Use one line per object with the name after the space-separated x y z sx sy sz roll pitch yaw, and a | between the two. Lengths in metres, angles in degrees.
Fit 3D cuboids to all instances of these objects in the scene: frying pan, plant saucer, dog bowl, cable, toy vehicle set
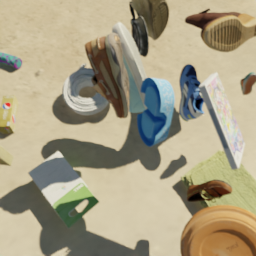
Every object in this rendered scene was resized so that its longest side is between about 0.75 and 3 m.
0.294 -3.521 9.584 0.367 1.363 2.253 -14 86 -11 | frying pan
2.184 2.754 6.191 2.056 0.332 2.056 1 96 13 | plant saucer
0.630 -0.361 6.443 0.418 1.685 0.939 -11 38 -22 | dog bowl
-1.568 -1.376 10.632 1.839 0.637 1.838 -39 77 -14 | cable
-4.266 0.558 7.301 2.086 1.296 0.276 6 64 3 | toy vehicle set

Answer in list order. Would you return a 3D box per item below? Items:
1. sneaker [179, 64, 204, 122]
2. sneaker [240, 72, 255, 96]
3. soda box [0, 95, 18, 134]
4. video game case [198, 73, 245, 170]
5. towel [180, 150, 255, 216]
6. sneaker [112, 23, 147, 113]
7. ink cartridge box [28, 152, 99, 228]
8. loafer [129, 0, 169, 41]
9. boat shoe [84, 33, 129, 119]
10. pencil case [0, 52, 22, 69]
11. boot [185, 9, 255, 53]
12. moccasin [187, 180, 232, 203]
2.066 -1.135 8.798 0.680 0.756 1.839 6 81 -38 | sneaker
3.411 -1.345 8.053 0.360 1.010 0.404 -13 65 4 | sneaker
-4.418 -0.506 10.340 0.454 0.481 1.419 -4 58 -3 | soda box
1.956 -0.194 5.708 0.157 1.742 1.248 -19 11 32 | video game case
3.164 2.074 8.686 2.033 0.500 2.741 -28 61 -18 | towel
-0.120 -1.657 8.376 1.118 2.729 1.009 -17 15 16 | sneaker
-1.967 1.928 8.669 1.161 0.663 2.237 -36 64 -21 | ink cartridge box
0.672 -4.365 9.844 1.006 2.947 1.115 31 74 28 | loafer
-0.493 -1.257 7.327 0.906 2.523 0.955 -5 43 8 | boat shoe
-5.089 -2.868 11.863 1.103 0.470 0.510 18 52 12 | pencil case
2.589 -3.123 8.770 2.734 0.989 2.275 -19 34 -32 | boot
1.896 1.554 6.683 0.484 1.322 0.510 43 54 -19 | moccasin
